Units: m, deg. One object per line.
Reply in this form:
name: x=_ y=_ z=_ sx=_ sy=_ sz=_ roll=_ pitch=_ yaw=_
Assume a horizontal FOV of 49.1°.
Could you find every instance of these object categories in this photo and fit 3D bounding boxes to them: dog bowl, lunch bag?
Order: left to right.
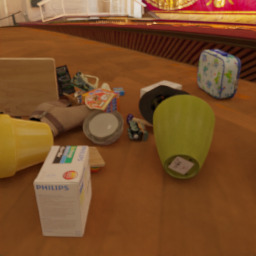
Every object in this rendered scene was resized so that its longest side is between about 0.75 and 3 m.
dog bowl: x=-0.922 y=-0.019 z=10.819 sx=1.579 sy=0.463 sz=1.579 roll=-5 pitch=54 yaw=7
lunch bag: x=4.894 y=-3.021 z=15.327 sx=1.199 sy=2.337 sz=2.908 roll=-6 pitch=26 yaw=-11

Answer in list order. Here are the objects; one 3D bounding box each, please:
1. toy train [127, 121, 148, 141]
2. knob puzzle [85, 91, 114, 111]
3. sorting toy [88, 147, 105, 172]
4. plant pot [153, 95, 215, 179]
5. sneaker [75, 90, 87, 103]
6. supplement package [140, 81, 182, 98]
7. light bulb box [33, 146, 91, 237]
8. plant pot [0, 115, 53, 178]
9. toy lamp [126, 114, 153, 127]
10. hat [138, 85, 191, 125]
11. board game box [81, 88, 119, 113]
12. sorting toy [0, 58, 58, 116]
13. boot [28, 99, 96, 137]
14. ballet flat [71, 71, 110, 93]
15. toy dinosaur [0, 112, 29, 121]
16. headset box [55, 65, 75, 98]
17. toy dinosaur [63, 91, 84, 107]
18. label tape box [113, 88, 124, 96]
toy train: x=0.373 y=0.109 z=11.213 sx=0.706 sy=0.528 sz=1.239 roll=8 pitch=23 yaw=-11
knob puzzle: x=-1.275 y=-1.177 z=11.468 sx=1.268 sy=0.176 sz=1.268 roll=-7 pitch=44 yaw=7
sorting toy: x=-1.489 y=1.080 z=9.190 sx=1.137 sy=0.396 sz=1.131 roll=-1 pitch=25 yaw=-25
plant pot: x=1.750 y=0.453 z=9.087 sx=2.149 sy=2.149 sz=2.297 roll=5 pitch=40 yaw=10
sneaker: x=-1.975 y=-1.594 z=14.247 sx=1.287 sy=0.708 sz=1.757 roll=-8 pitch=21 yaw=0
supplement package: x=1.600 y=-1.481 z=13.609 sx=1.073 sy=1.114 sz=1.958 roll=23 pitch=35 yaw=36
light bulb box: x=-1.545 y=1.536 z=7.047 sx=1.021 sy=1.636 sz=1.622 roll=0 pitch=26 yaw=1
plant pot: x=-3.487 y=0.517 z=8.930 sx=1.828 sy=1.943 sz=1.943 roll=-5 pitch=25 yaw=-37
toy lamp: x=0.807 y=-0.198 z=11.762 sx=1.825 sy=0.531 sz=0.531 roll=13 pitch=30 yaw=26
hat: x=1.655 y=-0.672 z=11.990 sx=2.424 sy=0.978 sz=2.424 roll=-2 pitch=55 yaw=3
board game box: x=-1.201 y=-0.952 z=12.480 sx=1.196 sy=1.195 sz=1.195 roll=18 pitch=32 yaw=31
sorting toy: x=-4.523 y=-1.925 z=12.741 sx=2.639 sy=2.623 sz=0.919 roll=-1 pitch=28 yaw=-4
boot: x=-2.439 y=-0.257 z=11.308 sx=2.815 sy=0.989 sz=2.058 roll=21 pitch=36 yaw=16
ballet flat: x=-1.521 y=-1.924 z=13.676 sx=2.737 sy=1.016 sz=1.016 roll=29 pitch=31 yaw=4
toy dinosaur: x=-4.875 y=0.023 z=11.026 sx=2.450 sy=1.251 sz=1.663 roll=-20 pitch=10 yaw=-1
headset box: x=-3.440 y=-2.319 z=14.537 sx=0.727 sy=1.568 sz=1.365 roll=-22 pitch=11 yaw=-25
toy dinosaur: x=-2.377 y=-1.172 z=12.672 sx=1.049 sy=0.604 sz=2.075 roll=-30 pitch=-6 yaw=-14
label tape box: x=-0.536 y=-2.011 z=15.654 sx=0.547 sy=0.240 sz=0.759 roll=-4 pitch=24 yaw=-8
